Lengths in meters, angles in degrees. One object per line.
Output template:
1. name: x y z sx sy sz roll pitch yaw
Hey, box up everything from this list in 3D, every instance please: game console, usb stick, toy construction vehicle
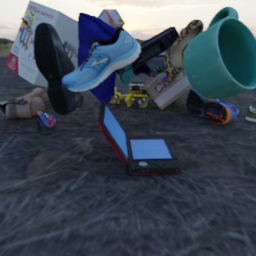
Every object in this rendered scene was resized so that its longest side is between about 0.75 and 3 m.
1. game console: 0.293 0.152 8.416 2.255 1.553 2.617 -1 20 -2
2. usb stick: 0.642 -2.910 10.749 2.823 0.783 0.460 -25 37 19
3. toy construction vehicle: 0.024 -1.671 15.087 2.491 0.877 2.169 3 30 16

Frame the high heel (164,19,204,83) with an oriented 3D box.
1. high heel: 1.929 -2.677 9.867 0.792 2.218 1.581 18 3 -13

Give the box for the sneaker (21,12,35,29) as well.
1. sneaker: -3.090 -3.393 8.773 0.394 0.389 1.031 -45 28 -2

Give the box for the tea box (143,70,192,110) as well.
1. tea box: 2.385 -2.426 14.095 2.410 1.610 2.371 -38 0 30

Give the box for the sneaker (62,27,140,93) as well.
1. sneaker: -0.744 -1.617 6.460 1.995 0.897 0.782 -34 39 4

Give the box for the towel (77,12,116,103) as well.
1. towel: -1.067 -2.454 9.994 0.681 2.750 2.031 -26 57 -31

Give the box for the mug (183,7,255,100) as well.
1. mug: 2.986 -2.198 8.989 1.694 2.251 2.740 -21 27 54

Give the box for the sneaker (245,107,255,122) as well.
1. sneaker: 5.728 -0.541 11.796 1.444 0.648 0.484 13 23 33

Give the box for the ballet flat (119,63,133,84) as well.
1. ballet flat: -0.129 -2.161 9.906 0.532 0.591 1.568 -27 -18 -9

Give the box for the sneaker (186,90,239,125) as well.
1. sneaker: 3.680 -0.918 12.569 1.172 1.125 2.988 -1 26 -28

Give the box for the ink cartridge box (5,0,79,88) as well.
1. ink cartridge box: -3.172 -3.282 11.527 2.114 2.910 2.104 31 12 31

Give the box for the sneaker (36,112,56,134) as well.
1. sneaker: -3.201 -0.271 11.034 0.732 0.703 1.865 -2 20 -21

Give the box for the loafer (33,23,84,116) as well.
1. loafer: -1.925 -1.661 7.901 0.917 2.519 0.911 3 23 35

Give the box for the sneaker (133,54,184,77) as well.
1. sneaker: 1.381 -2.408 11.314 2.596 0.966 1.136 7 61 20

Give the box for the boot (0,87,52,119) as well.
1. boot: -4.925 -1.176 13.183 2.152 1.034 2.944 -15 21 -27

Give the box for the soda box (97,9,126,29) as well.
1. soda box: -1.305 -4.079 12.521 0.902 0.839 2.638 -25 -9 -47
